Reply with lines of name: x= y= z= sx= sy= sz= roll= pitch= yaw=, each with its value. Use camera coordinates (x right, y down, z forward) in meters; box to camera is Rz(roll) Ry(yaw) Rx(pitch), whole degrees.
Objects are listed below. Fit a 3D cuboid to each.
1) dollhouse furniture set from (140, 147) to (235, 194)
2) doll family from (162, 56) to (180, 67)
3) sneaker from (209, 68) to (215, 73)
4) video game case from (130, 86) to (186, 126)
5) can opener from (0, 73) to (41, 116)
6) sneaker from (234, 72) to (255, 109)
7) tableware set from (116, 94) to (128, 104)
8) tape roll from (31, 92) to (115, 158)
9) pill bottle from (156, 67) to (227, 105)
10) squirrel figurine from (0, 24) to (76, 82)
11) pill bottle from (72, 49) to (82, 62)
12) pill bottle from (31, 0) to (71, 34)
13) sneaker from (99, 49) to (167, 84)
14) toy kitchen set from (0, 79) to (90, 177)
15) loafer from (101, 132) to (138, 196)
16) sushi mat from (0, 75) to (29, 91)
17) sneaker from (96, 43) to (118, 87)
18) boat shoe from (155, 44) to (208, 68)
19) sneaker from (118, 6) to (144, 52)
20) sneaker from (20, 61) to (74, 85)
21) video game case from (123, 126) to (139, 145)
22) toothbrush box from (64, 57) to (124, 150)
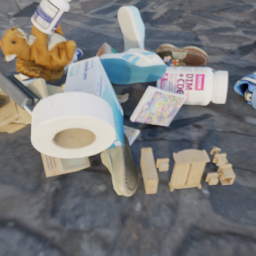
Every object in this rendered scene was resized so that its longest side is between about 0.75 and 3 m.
dollhouse furniture set: x=1.574 y=0.880 z=7.402 sx=2.337 sy=1.211 sz=1.035 roll=-4 pitch=44 yaw=-5
doll family: x=1.744 y=-2.559 z=11.244 sx=0.569 sy=0.413 sz=0.917 roll=-33 pitch=38 yaw=-11
sneaker: x=2.516 y=-2.181 z=11.598 sx=2.280 sy=0.872 sz=0.921 roll=-6 pitch=39 yaw=-10
video game case: x=0.978 y=-0.631 z=8.858 sx=1.688 sy=1.209 sz=0.152 roll=6 pitch=34 yaw=-42
can opener: x=-2.549 y=-0.505 z=6.911 sx=2.168 sy=0.725 sz=0.578 roll=39 pitch=18 yaw=21
sneaker: x=4.974 y=-1.077 z=10.167 sx=1.130 sy=1.016 sz=2.747 roll=-15 pitch=36 yaw=-11
tableware set: x=-1.475 y=-0.847 z=9.743 sx=2.781 sy=0.323 sz=2.323 roll=3 pitch=24 yaw=30
tape roll: x=-1.053 y=0.000 z=5.415 sx=1.588 sy=1.588 sz=0.555 roll=-5 pitch=59 yaw=-6
pill bottle: x=2.301 y=-1.518 z=10.192 sx=2.387 sy=1.353 sz=1.353 roll=4 pitch=38 yaw=14
squirrel figurine: x=-2.878 y=-2.206 z=8.578 sx=1.894 sy=2.029 sz=1.436 roll=-11 pitch=54 yaw=-34
pill bottle: x=-2.590 y=-3.472 z=13.542 sx=0.448 sy=0.448 sz=0.807 roll=15 pitch=41 yaw=17
pill bottle: x=-1.745 y=-2.781 z=6.536 sx=0.587 sy=1.057 sz=0.587 roll=35 pitch=26 yaw=-21
sneaker: x=0.038 y=-2.095 z=9.290 sx=2.472 sy=0.946 sz=0.998 roll=-3 pitch=48 yaw=-30
toy kitchen set: x=-3.088 y=0.302 z=7.535 sx=2.820 sy=2.544 sz=2.301 roll=-22 pitch=-11 yaw=28
loafer: x=-0.296 y=0.964 z=7.722 sx=0.776 sy=0.860 sz=2.273 roll=-27 pitch=38 yaw=15
sushi mat: x=-5.338 y=-1.854 z=11.739 sx=2.863 sy=0.173 sz=1.370 roll=-7 pitch=40 yaw=-9
sneaker: x=-0.572 y=-2.286 z=10.827 sx=1.188 sy=1.061 sz=2.972 roll=27 pitch=33 yaw=-23
boat shoe: x=2.336 y=-3.164 z=12.832 sx=2.641 sy=1.000 sz=0.948 roll=18 pitch=45 yaw=35
sneaker: x=0.389 y=-3.660 z=11.312 sx=0.907 sy=2.455 sz=1.006 roll=10 pitch=31 yaw=43
sneaker: x=-3.222 y=-2.342 z=10.751 sx=2.448 sy=0.985 sz=0.935 roll=-10 pitch=8 yaw=22
video game case: x=-0.370 y=0.304 z=9.049 sx=1.090 sy=0.137 sz=1.198 roll=17 pitch=41 yaw=19
toothbrush box: x=-0.818 y=-0.576 z=7.311 sx=0.852 sy=1.997 sz=1.462 roll=-13 pitch=46 yaw=11
